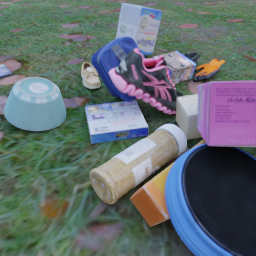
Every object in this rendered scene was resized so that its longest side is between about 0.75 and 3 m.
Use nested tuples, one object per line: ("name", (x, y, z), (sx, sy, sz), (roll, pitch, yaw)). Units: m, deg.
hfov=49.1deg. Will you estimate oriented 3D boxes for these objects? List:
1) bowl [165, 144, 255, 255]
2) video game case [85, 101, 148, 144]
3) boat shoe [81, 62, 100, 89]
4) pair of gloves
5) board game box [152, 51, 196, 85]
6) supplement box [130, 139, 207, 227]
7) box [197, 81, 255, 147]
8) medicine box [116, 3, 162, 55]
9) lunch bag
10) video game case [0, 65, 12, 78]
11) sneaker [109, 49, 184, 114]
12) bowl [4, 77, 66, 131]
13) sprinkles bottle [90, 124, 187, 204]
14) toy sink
("bowl", (1.918, 1.350, 5.185), (2.489, 0.488, 2.489), (11, 50, -13))
("video game case", (-0.378, -0.219, 8.328), (1.632, 0.371, 1.479), (-7, 38, -10))
("boat shoe", (-1.489, -2.045, 10.748), (0.618, 0.580, 1.677), (-13, 37, -18))
("pair of gloves", (2.789, -2.559, 11.640), (1.806, 0.251, 2.027), (-35, 46, -28))
("board game box", (1.697, -2.299, 10.785), (1.374, 0.665, 1.095), (-23, 53, -34))
("supplement box", (1.166, 1.071, 5.985), (2.296, 0.790, 0.764), (-30, 75, -33))
("box", (2.681, -0.374, 5.984), (2.169, 1.192, 2.466), (1, 6, 9))
("medicine box", (0.440, -4.221, 12.147), (1.002, 1.947, 1.773), (25, 27, 27))
("lunch bag", (-0.116, -1.820, 9.073), (1.377, 2.027, 1.341), (-38, 20, -9))
("video game case", (-5.336, -2.308, 11.546), (0.815, 0.108, 1.140), (-21, 41, -27))
("sneaker", (0.887, -1.383, 8.269), (2.864, 1.366, 1.132), (19, 28, -36))
("bowl", (-2.752, -0.852, 8.391), (1.835, 0.960, 1.835), (10, 39, -8))
("sprinkles bottle", (0.308, 0.751, 6.518), (2.482, 0.847, 0.847), (-29, 44, -34))
("toy sink", (2.311, -0.376, 8.113), (1.600, 0.897, 1.043), (-10, 36, -5))
